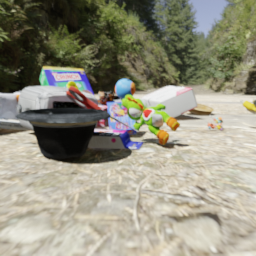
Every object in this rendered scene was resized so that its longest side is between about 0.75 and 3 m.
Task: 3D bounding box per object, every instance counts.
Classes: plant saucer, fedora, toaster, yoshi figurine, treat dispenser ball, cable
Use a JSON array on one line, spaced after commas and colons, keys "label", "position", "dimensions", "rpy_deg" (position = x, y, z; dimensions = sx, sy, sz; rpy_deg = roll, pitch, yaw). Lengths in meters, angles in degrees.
[{"label": "plant saucer", "position": [3.661, -0.995, 14.849], "dimensions": [1.719, 0.304, 1.719], "rpy_deg": [8, 18, -3]}, {"label": "fedora", "position": [-1.355, 0.109, 6.006], "dimensions": [2.148, 0.981, 2.148], "rpy_deg": [0, 8, 0]}, {"label": "toaster", "position": [-2.041, -0.510, 8.762], "dimensions": [2.573, 1.462, 1.662], "rpy_deg": [0, 11, -35]}, {"label": "yoshi figurine", "position": [0.509, -0.263, 7.133], "dimensions": [1.552, 0.869, 0.872], "rpy_deg": [38, 39, 21]}, {"label": "treat dispenser ball", "position": [-0.111, -1.433, 10.474], "dimensions": [0.764, 0.764, 0.764], "rpy_deg": [0, 8, 0]}, {"label": "cable", "position": [4.510, -0.422, 9.117], "dimensions": [1.014, 0.526, 2.088], "rpy_deg": [21, 23, -15]}]

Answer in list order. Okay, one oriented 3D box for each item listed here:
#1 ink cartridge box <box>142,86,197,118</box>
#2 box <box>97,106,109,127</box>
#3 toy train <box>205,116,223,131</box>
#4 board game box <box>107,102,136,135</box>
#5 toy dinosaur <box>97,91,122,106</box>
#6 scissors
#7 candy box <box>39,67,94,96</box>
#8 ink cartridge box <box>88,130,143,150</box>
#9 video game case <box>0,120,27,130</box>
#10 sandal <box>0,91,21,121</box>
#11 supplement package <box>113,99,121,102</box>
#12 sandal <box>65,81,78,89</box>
[{"label": "ink cartridge box", "position": [1.861, -1.203, 13.061], "dimensions": [1.672, 0.945, 2.282], "rpy_deg": [-25, 17, -12]}, {"label": "box", "position": [-1.201, -0.486, 10.853], "dimensions": [1.521, 0.726, 0.758], "rpy_deg": [8, 11, 41]}, {"label": "toy train", "position": [2.972, -0.199, 9.541], "dimensions": [0.584, 0.216, 0.777], "rpy_deg": [25, 42, 5]}, {"label": "board game box", "position": [-0.210, -0.293, 8.427], "dimensions": [0.780, 0.260, 1.161], "rpy_deg": [-5, 51, -4]}, {"label": "toy dinosaur", "position": [-0.753, -1.082, 11.696], "dimensions": [1.300, 0.979, 1.916], "rpy_deg": [-2, 5, 1]}, {"label": "scissors", "position": [-0.709, -0.417, 7.409], "dimensions": [2.221, 0.155, 0.812], "rpy_deg": [32, -21, 0]}, {"label": "candy box", "position": [-2.631, -1.530, 12.443], "dimensions": [1.994, 2.358, 0.908], "rpy_deg": [-6, -30, -37]}, {"label": "ink cartridge box", "position": [-0.660, 0.278, 7.141], "dimensions": [2.021, 0.375, 0.957], "rpy_deg": [4, 9, 10]}, {"label": "video game case", "position": [-4.806, -0.197, 9.197], "dimensions": [2.320, 0.275, 2.112], "rpy_deg": [5, -2, 31]}, {"label": "sandal", "position": [-4.125, -0.856, 10.342], "dimensions": [3.001, 1.150, 0.860], "rpy_deg": [7, 17, -30]}, {"label": "supplement package", "position": [-0.585, -1.241, 15.517], "dimensions": [0.840, 0.847, 1.116], "rpy_deg": [0, 8, 1]}, {"label": "sandal", "position": [-2.485, -1.078, 10.989], "dimensions": [0.724, 0.661, 1.663], "rpy_deg": [-20, 38, 32]}]
